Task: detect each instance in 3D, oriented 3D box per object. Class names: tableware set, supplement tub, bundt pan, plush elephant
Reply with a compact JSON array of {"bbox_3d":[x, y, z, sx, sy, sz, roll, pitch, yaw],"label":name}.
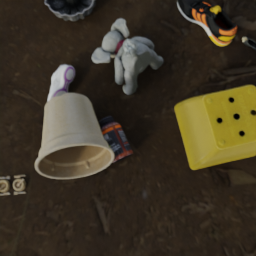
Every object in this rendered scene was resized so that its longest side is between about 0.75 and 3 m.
[{"bbox_3d":[-4.310,2.115,10.272,1.049,0.210,0.693,-5,79,-1],"label":"tableware set"},{"bbox_3d":[-0.514,0.404,10.272,0.861,0.861,1.610,-24,80,-4],"label":"supplement tub"},{"bbox_3d":[-2.292,-5.284,11.392,2.188,0.821,2.188,0,78,0],"label":"bundt pan"},{"bbox_3d":[-0.181,-2.785,10.420,2.038,2.475,1.916,-48,64,-1],"label":"plush elephant"}]

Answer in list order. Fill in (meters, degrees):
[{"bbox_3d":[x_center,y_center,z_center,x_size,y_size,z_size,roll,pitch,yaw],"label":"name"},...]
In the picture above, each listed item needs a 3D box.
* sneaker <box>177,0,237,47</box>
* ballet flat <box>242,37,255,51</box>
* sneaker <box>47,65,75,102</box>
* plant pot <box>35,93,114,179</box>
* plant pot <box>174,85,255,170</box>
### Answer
[{"bbox_3d":[3.153,-4.538,11.007,0.994,1.278,2.841,-42,82,-7],"label":"sneaker"},{"bbox_3d":[5.050,-3.379,11.296,0.985,0.280,0.327,35,81,6],"label":"ballet flat"},{"bbox_3d":[-2.680,-1.642,10.879,0.863,0.648,1.732,27,91,39],"label":"sneaker"},{"bbox_3d":[-1.939,0.190,9.592,2.525,2.525,2.311,-14,60,-3],"label":"plant pot"},{"bbox_3d":[3.305,-0.135,9.651,2.598,2.292,2.598,-13,79,-2],"label":"plant pot"}]
